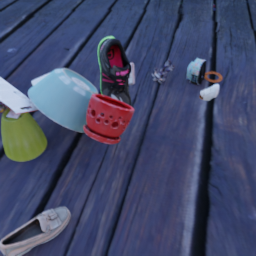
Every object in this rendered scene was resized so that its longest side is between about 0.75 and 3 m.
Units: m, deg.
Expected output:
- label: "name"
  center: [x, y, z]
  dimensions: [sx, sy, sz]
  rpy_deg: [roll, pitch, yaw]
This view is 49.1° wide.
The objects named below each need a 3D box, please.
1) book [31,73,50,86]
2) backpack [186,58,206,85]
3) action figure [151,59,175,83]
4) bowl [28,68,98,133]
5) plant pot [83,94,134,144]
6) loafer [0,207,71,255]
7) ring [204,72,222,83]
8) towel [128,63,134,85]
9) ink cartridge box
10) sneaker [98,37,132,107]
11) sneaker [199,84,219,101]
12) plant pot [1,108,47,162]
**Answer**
- label: "book"
  center: [-3.196, -1.582, 11.616]
  dimensions: [1.135, 0.408, 1.699]
  rpy_deg: [-26, 52, -19]
- label: "backpack"
  center: [2.960, -2.476, 12.028]
  dimensions: [0.737, 0.979, 0.869]
  rpy_deg: [25, 51, 22]
- label: "action figure"
  center: [1.479, -2.419, 12.156]
  dimensions: [1.116, 0.387, 0.726]
  rpy_deg: [-43, 80, 3]
- label: "bowl"
  center: [-1.938, -1.087, 9.387]
  dimensions: [2.430, 1.271, 2.430]
  rpy_deg: [34, 15, -10]
- label: "plant pot"
  center: [-0.601, -0.224, 7.915]
  dimensions: [1.266, 1.153, 1.266]
  rpy_deg: [20, 11, -4]
- label: "loafer"
  center: [-2.349, 2.629, 7.230]
  dimensions: [1.885, 0.593, 0.678]
  rpy_deg: [-30, 52, -26]
- label: "ring"
  center: [3.790, -2.289, 12.483]
  dimensions: [0.807, 0.077, 0.807]
  rpy_deg: [0, 45, 0]
- label: "towel"
  center: [-0.044, -1.851, 9.833]
  dimensions: [0.124, 0.735, 0.770]
  rpy_deg: [-2, 0, -35]
- label: "ink cartridge box"
  center: [-3.993, -0.918, 8.973]
  dimensions: [2.158, 0.543, 1.176]
  rpy_deg: [36, 22, 14]
- label: "sneaker"
  center: [-0.376, -1.521, 8.520]
  dimensions: [0.941, 2.453, 1.028]
  rpy_deg: [-18, 14, -17]
- label: "sneaker"
  center: [2.443, -1.054, 8.527]
  dimensions: [0.385, 0.909, 0.331]
  rpy_deg: [5, 71, -8]
- label: "plant pot"
  center: [-3.518, 0.080, 9.121]
  dimensions: [1.410, 1.507, 1.410]
  rpy_deg: [0, 45, 0]
